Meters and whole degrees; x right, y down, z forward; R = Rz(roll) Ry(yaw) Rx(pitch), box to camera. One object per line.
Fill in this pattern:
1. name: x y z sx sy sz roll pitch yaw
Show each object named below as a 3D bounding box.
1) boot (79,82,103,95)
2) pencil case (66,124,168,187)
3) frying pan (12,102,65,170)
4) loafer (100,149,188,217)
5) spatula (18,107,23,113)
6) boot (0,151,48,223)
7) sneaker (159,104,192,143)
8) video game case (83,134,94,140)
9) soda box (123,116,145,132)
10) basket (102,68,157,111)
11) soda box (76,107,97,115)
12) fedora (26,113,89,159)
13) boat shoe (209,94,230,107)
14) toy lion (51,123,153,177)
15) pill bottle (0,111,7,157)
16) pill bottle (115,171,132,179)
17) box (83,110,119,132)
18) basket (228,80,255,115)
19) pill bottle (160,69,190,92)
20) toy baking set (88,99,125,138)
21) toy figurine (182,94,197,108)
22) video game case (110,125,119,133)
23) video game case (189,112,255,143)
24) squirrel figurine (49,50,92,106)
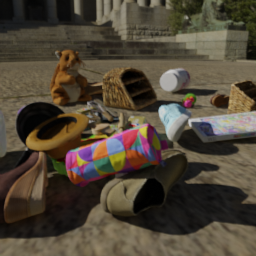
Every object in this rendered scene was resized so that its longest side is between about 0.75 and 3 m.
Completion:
1. boot: -2.482 -2.474 17.979 2.480 0.897 2.063 -4 6 -8
2. pencil case: -0.264 0.602 5.852 2.090 0.924 0.924 -17 12 19
3. frying pan: -2.289 0.481 7.447 1.564 2.586 0.421 16 -31 -30
4. loafer: 0.550 1.187 5.852 2.384 0.906 0.804 -26 31 -35
5. spatula: -3.275 -0.490 11.879 2.991 0.307 0.845 8 36 16
6. boot: -2.715 1.142 5.904 1.928 0.839 2.318 -3 20 -12
7. sneaker: 1.480 -0.266 9.752 1.110 1.002 2.710 27 15 10
8. video game case: -0.943 0.377 9.549 0.870 0.100 0.791 9 20 28
9. soda box: 0.222 0.116 9.572 0.579 0.613 1.810 3 17 9
10. basket: 0.187 -2.168 14.670 2.013 1.929 2.702 9 20 31
11. soda box: -1.844 -0.687 12.559 0.344 0.364 1.073 12 20 33
12. fedora: -1.720 0.269 7.246 1.786 0.728 1.786 -12 27 6
13. boat shoe: 4.690 -1.472 14.725 0.604 0.605 1.719 23 20 41
14. toy lion: -0.725 0.628 7.584 2.422 0.831 2.321 1 22 33
15. pill bottle: -4.828 0.249 7.789 2.508 1.432 1.432 -5 18 -16
16. pill bottle: 0.228 1.091 6.582 0.988 0.540 0.540 -14 22 -37
17. box: -1.342 -0.179 9.412 1.710 0.393 1.359 -15 -5 20
18. basket: 5.619 -1.307 12.670 1.995 1.486 1.424 -15 23 -43
19. pill bottle: 3.127 -3.167 18.675 1.407 1.407 2.482 9 18 27
20. toy baking set: -0.657 -0.347 8.220 1.254 0.190 1.634 20 35 -10
21. toy figurine: 3.031 -1.304 14.391 0.822 0.617 0.757 -16 19 35
22. video game case: -0.454 0.083 10.535 0.888 0.112 0.975 1 18 2
23. video game case: 3.936 -0.095 10.288 2.964 0.267 2.123 -7 18 0
24. squirrel figurine: -3.498 -2.919 15.656 2.094 2.762 2.959 -12 21 -34
